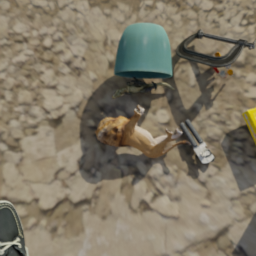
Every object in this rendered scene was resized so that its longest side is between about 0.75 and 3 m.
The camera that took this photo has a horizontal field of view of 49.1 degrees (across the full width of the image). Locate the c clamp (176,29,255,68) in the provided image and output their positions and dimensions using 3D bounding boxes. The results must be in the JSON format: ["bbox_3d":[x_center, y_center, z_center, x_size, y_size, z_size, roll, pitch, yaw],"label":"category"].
[{"bbox_3d":[2.667,-2.506,8.449,2.236,0.303,1.911,22,65,32],"label":"c clamp"}]

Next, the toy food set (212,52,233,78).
[{"bbox_3d":[2.909,-1.853,8.648,0.445,0.420,0.933,-39,56,17],"label":"toy food set"}]

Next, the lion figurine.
[{"bbox_3d":[0.370,0.303,7.909,2.442,0.885,1.496,33,114,-6],"label":"lion figurine"}]

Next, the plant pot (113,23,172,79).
[{"bbox_3d":[0.450,-2.167,7.976,1.677,1.677,1.346,3,94,1],"label":"plant pot"}]

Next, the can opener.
[{"bbox_3d":[2.006,0.428,8.253,0.378,0.477,1.434,-32,72,6],"label":"can opener"}]

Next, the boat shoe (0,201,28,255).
[{"bbox_3d":[-2.906,3.172,6.850,1.033,0.824,2.732,-5,81,-40],"label":"boat shoe"}]

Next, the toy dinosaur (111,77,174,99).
[{"bbox_3d":[0.462,-1.221,8.377,2.000,0.881,0.475,-6,85,-1],"label":"toy dinosaur"}]

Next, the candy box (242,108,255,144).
[{"bbox_3d":[4.972,-0.170,8.220,2.972,0.393,1.519,-16,74,-12],"label":"candy box"}]
